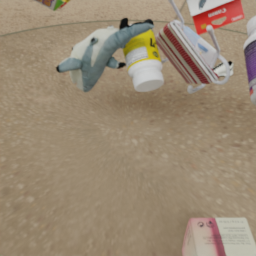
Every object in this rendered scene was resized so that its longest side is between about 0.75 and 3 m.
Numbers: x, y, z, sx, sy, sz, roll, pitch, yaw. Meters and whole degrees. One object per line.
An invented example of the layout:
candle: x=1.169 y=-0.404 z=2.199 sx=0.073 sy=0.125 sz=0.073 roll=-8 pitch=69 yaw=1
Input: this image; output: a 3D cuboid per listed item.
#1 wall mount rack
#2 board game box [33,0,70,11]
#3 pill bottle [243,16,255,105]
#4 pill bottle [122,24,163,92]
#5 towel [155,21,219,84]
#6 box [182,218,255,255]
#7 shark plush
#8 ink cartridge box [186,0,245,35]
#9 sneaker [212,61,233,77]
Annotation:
wall mount rack: x=1.764 y=-2.399 z=8.073 sx=1.034 sy=2.411 sz=2.774 roll=-26 pitch=60 yaw=-23
board game box: x=-2.544 y=-3.843 z=7.944 sx=1.653 sy=0.248 sz=0.789 roll=14 pitch=-9 yaw=-37
pill bottle: x=3.561 y=-1.711 z=6.972 sx=1.194 sy=1.194 sz=2.143 roll=-2 pitch=76 yaw=-2
pill bottle: x=0.378 y=-1.851 z=7.444 sx=0.933 sy=0.933 sz=1.632 roll=-10 pitch=76 yaw=-12
towel: x=1.483 y=-1.965 z=7.633 sx=0.285 sy=1.808 sz=2.510 roll=-40 pitch=9 yaw=4
box: x=1.636 y=2.720 z=4.755 sx=1.079 sy=1.267 sz=1.981 roll=0 pitch=39 yaw=0
shark plush: x=-0.527 y=-1.976 z=7.263 sx=2.840 sy=1.183 sz=1.290 roll=-31 pitch=26 yaw=24
ink cartridge box: x=2.779 y=-3.889 z=8.907 sx=1.604 sy=1.414 sz=0.359 roll=-17 pitch=19 yaw=17
sneaker: x=3.739 y=-2.437 z=11.732 sx=1.537 sy=0.615 sz=0.567 roll=-17 pitch=43 yaw=-18
